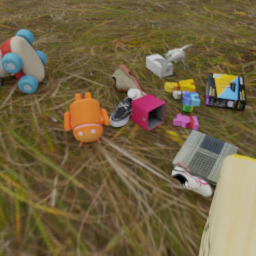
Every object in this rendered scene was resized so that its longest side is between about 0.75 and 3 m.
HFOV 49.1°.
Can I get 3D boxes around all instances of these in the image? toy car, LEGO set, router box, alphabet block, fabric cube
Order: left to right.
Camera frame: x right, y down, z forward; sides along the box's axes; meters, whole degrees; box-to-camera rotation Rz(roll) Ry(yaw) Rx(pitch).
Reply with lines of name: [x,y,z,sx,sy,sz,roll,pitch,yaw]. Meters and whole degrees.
toy car: [-5.415,-2.815,12.774,2.561,2.265,2.361,-11,47,14]
fabric cube: [0.744,-0.595,10.558,0.930,0.912,0.927,-28,45,-31]
LEGO set: [2.049,-1.225,11.208,1.180,1.097,2.875,3,36,0]
router box: [4.216,-1.607,12.171,1.598,0.547,2.142,9,38,12]
alphabet block: [2.643,2.584,4.656,2.851,2.836,2.904,14,35,16]

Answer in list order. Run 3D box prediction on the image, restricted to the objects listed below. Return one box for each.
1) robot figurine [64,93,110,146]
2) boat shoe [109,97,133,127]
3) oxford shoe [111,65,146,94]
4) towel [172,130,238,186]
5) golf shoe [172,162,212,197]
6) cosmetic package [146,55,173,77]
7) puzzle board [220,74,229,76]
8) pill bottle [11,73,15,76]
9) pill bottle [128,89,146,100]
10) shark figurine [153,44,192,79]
robot figurine: [-1.430,-0.293,9.725,1.305,1.058,1.815,5,69,-44]
boat shoe: [-0.121,-0.755,10.970,0.694,0.656,1.935,21,42,25]
oxford shoe: [0.040,-1.818,12.465,0.923,0.869,2.468,-36,47,4]
towel: [2.452,0.945,8.947,1.665,0.299,1.729,23,52,24]
golf shoe: [1.733,1.551,7.752,1.284,0.466,0.591,36,43,1]
cosmetic package: [1.565,-3.151,14.160,0.754,0.594,1.401,-18,40,-20]
puzzle board: [4.712,-2.396,13.609,0.643,0.074,0.853,12,39,15]
pill bottle: [-5.690,-3.276,14.083,0.904,0.904,1.511,3,38,4]
pill bottle: [0.342,-1.240,10.779,0.442,0.442,0.772,32,10,35]
shark figurine: [2.259,-3.058,12.922,1.562,1.091,2.614,-15,18,26]
